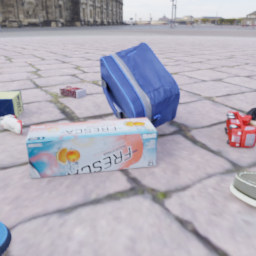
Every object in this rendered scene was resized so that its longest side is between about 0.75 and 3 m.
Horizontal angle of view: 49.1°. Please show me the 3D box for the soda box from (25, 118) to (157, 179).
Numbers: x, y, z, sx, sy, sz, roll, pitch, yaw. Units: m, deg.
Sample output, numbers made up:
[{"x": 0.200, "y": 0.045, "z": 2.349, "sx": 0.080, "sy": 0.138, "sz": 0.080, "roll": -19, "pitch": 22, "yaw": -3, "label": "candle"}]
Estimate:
[{"x": -0.776, "y": 0.409, "z": 6.324, "sx": 2.777, "sy": 0.883, "sz": 0.950, "roll": -5, "pitch": 23, "yaw": -10, "label": "soda box"}]

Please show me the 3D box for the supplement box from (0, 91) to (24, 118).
[{"x": -4.232, "y": -0.746, "z": 9.376, "sx": 1.095, "sy": 0.735, "sz": 1.094, "roll": -2, "pitch": 22, "yaw": -4, "label": "supplement box"}]

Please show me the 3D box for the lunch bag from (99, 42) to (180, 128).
[{"x": 0.200, "y": -0.943, "z": 7.801, "sx": 1.649, "sy": 1.693, "sz": 2.492, "roll": -23, "pitch": 59, "yaw": -13, "label": "lunch bag"}]

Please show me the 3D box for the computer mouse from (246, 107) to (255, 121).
[{"x": 4.303, "y": -0.540, "z": 9.272, "sx": 1.518, "sy": 0.445, "sz": 0.258, "roll": -18, "pitch": 22, "yaw": -37, "label": "computer mouse"}]

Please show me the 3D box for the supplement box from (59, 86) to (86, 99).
[{"x": -2.339, "y": -1.517, "z": 11.845, "sx": 1.041, "sy": 0.317, "sz": 0.566, "roll": 13, "pitch": 25, "yaw": 31, "label": "supplement box"}]

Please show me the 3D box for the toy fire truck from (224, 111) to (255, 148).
[{"x": 3.548, "y": -0.033, "z": 7.891, "sx": 1.525, "sy": 0.527, "sz": 2.163, "roll": 5, "pitch": 23, "yaw": 13, "label": "toy fire truck"}]

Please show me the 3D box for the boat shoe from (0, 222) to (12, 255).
[{"x": -2.009, "y": 1.639, "z": 2.941, "sx": 1.706, "sy": 0.586, "sz": 0.718, "roll": -33, "pitch": 48, "yaw": -19, "label": "boat shoe"}]

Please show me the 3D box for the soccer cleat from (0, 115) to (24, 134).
[{"x": -3.366, "y": -0.092, "z": 8.076, "sx": 0.522, "sy": 0.421, "sz": 1.226, "roll": -6, "pitch": 21, "yaw": -34, "label": "soccer cleat"}]

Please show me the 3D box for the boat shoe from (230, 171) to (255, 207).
[{"x": 3.155, "y": 1.057, "z": 4.737, "sx": 2.670, "sy": 0.798, "sz": 0.954, "roll": 8, "pitch": 22, "yaw": 27, "label": "boat shoe"}]
